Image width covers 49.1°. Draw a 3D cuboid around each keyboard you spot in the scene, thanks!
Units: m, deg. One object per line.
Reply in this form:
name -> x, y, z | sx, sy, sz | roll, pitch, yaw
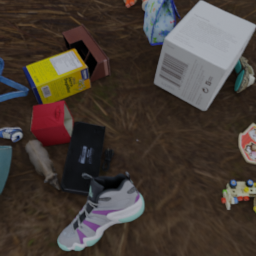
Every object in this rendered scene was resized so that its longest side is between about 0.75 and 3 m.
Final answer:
keyboard -> -1.169, 0.928, 8.687 | 1.436, 0.307, 2.391 | 11, 57, -9

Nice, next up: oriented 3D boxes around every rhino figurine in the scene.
rhino figurine -> -2.503, 1.115, 8.319 | 0.562, 0.822, 1.879 | -30, 61, -17

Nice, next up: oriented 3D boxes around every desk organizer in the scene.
desk organizer -> -1.687, -2.972, 11.138 | 0.937, 0.873, 2.433 | -26, 59, -14

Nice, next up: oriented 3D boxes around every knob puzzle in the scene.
knob puzzle -> 4.251, 0.598, 9.045 | 1.601, 0.222, 1.601 | 0, 56, 0

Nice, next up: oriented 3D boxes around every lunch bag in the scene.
lunch bag -> 1.184, -4.059, 10.102 | 1.080, 1.696, 1.442 | -6, 40, -8

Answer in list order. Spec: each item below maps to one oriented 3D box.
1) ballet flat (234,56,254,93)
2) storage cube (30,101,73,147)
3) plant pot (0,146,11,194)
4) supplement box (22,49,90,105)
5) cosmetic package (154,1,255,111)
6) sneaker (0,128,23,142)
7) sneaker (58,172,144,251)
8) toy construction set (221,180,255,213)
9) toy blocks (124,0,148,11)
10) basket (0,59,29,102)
ballet flat -> 4.440, -2.035, 10.665 | 0.720, 0.648, 1.911 | 15, 53, -3
storage cube -> -2.399, -0.110, 9.003 | 1.047, 1.165, 0.996 | -9, 56, 2
plant pot -> -4.499, 1.522, 7.178 | 2.875, 2.875, 1.936 | -3, 90, -2
supplement box -> -2.548, -1.809, 10.170 | 2.025, 1.109, 1.102 | -25, 60, -15
cosmetic package -> 2.639, -2.549, 9.931 | 2.204, 2.202, 2.671 | 32, 61, 14
sneaker -> -3.853, 0.255, 9.108 | 0.796, 0.321, 0.583 | -8, 31, -18
sneaker -> -0.912, 1.900, 7.063 | 2.426, 1.697, 0.943 | -29, 28, -12
toy construction set -> 3.286, 1.968, 7.860 | 1.543, 0.711, 1.012 | 7, 55, -9
toy blocks -> 0.536, -6.018, 13.356 | 1.533, 0.668, 1.839 | 1, 55, 0
basket -> -4.732, -1.534, 8.944 | 2.468, 1.717, 2.176 | 29, 14, 0
